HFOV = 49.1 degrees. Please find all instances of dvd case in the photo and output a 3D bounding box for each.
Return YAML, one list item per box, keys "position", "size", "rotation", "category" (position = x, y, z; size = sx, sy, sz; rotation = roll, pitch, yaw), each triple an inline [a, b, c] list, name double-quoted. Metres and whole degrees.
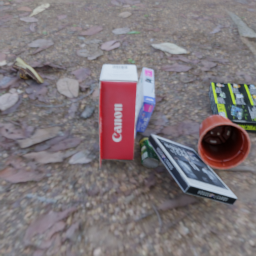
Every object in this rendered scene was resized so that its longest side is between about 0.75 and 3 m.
- position: [1.885, 1.219, 8.658]
  size: [1.975, 0.325, 2.629]
  rotation: [20, 21, -29]
  category: "dvd case"

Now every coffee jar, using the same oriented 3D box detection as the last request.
- position: [0.727, 0.825, 9.940]
  size: [0.622, 0.509, 1.193]
  rotation: [26, 34, -24]
  category: "coffee jar"

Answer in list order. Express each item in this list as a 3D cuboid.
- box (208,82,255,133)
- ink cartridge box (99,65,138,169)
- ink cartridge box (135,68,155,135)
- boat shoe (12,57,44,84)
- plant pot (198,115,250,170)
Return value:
- position: [4.954, -0.908, 11.935]
  size: [2.719, 0.669, 2.815]
  rotation: [2, 41, 6]
  category: "box"
- position: [-0.330, -0.400, 9.287]
  size: [1.180, 2.815, 2.471]
  rotation: [1, 27, -1]
  category: "ink cartridge box"
- position: [0.617, -1.002, 11.213]
  size: [0.558, 1.586, 2.659]
  rotation: [12, 44, -6]
  category: "ink cartridge box"
- position: [-5.105, -2.723, 14.089]
  size: [2.203, 0.795, 0.793]
  rotation: [39, 84, 23]
  category: "boat shoe"
- position: [3.148, 0.338, 9.683]
  size: [1.631, 1.631, 1.586]
  rotation: [5, 21, 5]
  category: "plant pot"
